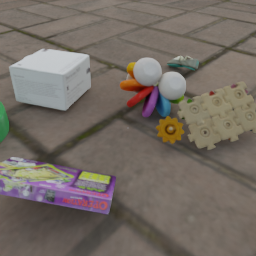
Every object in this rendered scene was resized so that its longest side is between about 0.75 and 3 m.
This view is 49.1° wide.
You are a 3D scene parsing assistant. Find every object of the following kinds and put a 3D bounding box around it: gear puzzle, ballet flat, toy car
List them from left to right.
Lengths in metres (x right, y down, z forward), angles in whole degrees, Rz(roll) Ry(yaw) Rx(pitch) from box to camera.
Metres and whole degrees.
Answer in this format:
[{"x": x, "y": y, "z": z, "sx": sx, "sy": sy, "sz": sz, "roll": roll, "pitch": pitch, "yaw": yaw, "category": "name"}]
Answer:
[{"x": 0.672, "y": -1.062, "z": 8.429, "sx": 1.948, "sy": 1.705, "sz": 1.461, "roll": 28, "pitch": 81, "yaw": -6, "category": "toy car"}, {"x": 2.178, "y": -2.612, "z": 11.084, "sx": 0.505, "sy": 0.477, "sz": 1.497, "roll": 9, "pitch": 11, "yaw": -41, "category": "ballet flat"}, {"x": 2.145, "y": -0.177, "z": 7.591, "sx": 2.922, "sy": 0.383, "sz": 1.513, "roll": -19, "pitch": 75, "yaw": -10, "category": "gear puzzle"}]

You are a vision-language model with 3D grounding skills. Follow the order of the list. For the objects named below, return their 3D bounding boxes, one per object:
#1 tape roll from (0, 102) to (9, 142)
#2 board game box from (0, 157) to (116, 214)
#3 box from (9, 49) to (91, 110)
[{"x": -4.687, "y": -0.028, "z": 7.758, "sx": 2.519, "sy": 0.605, "sz": 2.519, "roll": 0, "pitch": 38, "yaw": 0, "category": "tape roll"}, {"x": -1.473, "y": 1.089, "z": 5.619, "sx": 2.393, "sy": 0.386, "sz": 1.436, "roll": 11, "pitch": 3, "yaw": 0, "category": "board game box"}, {"x": -2.457, "y": -1.657, "z": 9.213, "sx": 1.874, "sy": 1.225, "sz": 1.864, "roll": 11, "pitch": 35, "yaw": 15, "category": "box"}]
